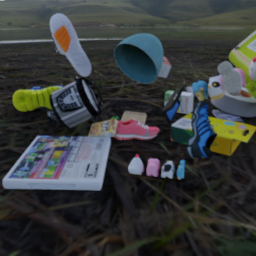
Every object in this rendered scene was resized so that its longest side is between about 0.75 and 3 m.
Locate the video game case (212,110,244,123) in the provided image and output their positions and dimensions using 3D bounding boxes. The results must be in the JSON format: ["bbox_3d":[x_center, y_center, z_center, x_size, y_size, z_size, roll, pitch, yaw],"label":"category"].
[{"bbox_3d":[3.950,-0.452,11.188,0.925,0.123,1.295,1,23,4],"label":"video game case"}]

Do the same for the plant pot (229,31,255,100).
[{"bbox_3d":[5.180,-2.332,10.119,2.306,2.103,2.317,-40,31,19],"label":"plant pot"}]

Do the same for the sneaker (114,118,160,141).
[{"bbox_3d":[0.304,0.023,9.262,1.566,0.679,0.577,-3,22,-9],"label":"sneaker"}]

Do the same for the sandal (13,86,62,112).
[{"bbox_3d":[-3.351,-1.315,12.057,2.931,1.165,1.276,5,18,9],"label":"sandal"}]

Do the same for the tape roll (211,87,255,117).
[{"bbox_3d":[4.581,-1.187,11.792,2.027,0.670,2.027,8,28,-4],"label":"tape roll"}]

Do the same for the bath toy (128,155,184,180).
[{"bbox_3d":[0.711,0.988,7.121,1.405,0.519,0.611,5,-11,9],"label":"bath toy"}]

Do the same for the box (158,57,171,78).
[{"bbox_3d":[0.971,-2.327,10.381,0.986,0.524,0.751,6,37,-21],"label":"box"}]

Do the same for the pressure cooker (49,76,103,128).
[{"bbox_3d":[-1.660,-0.883,9.363,1.565,1.377,1.398,-24,41,6],"label":"pressure cooker"}]

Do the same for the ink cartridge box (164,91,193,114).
[{"bbox_3d":[2.116,-1.074,11.721,1.104,0.800,0.464,11,26,30],"label":"ink cartridge box"}]

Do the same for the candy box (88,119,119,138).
[{"bbox_3d":[-0.793,0.067,9.025,0.941,0.260,0.543,-13,47,29],"label":"candy box"}]

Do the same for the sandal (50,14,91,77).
[{"bbox_3d":[-1.891,-2.467,8.715,0.579,2.019,0.774,-2,31,47],"label":"sandal"}]

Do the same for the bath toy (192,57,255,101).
[{"bbox_3d":[3.323,-1.563,9.041,2.377,0.878,1.033,-19,50,34],"label":"bath toy"}]

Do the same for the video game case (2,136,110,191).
[{"bbox_3d":[-1.755,0.872,7.708,2.336,0.295,2.564,1,23,2],"label":"video game case"}]

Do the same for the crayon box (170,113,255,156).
[{"bbox_3d":[2.720,0.185,8.968,2.323,0.590,1.475,14,26,33],"label":"crayon box"}]

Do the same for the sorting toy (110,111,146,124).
[{"bbox_3d":[0.014,-0.356,10.836,1.330,0.196,0.983,6,27,6],"label":"sorting toy"}]

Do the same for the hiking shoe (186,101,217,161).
[{"bbox_3d":[2.003,0.053,7.260,0.689,1.589,0.591,3,-15,35],"label":"hiking shoe"}]

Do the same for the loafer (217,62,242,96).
[{"bbox_3d":[2.591,-1.191,6.997,0.454,0.397,1.263,-29,38,25],"label":"loafer"}]

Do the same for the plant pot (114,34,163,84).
[{"bbox_3d":[0.497,-2.396,9.068,1.611,1.611,1.085,16,60,35],"label":"plant pot"}]

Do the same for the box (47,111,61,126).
[{"bbox_3d":[-2.575,-0.436,10.660,0.565,0.473,0.760,19,29,38],"label":"box"}]

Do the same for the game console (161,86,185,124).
[{"bbox_3d":[1.749,-0.815,10.192,1.101,0.641,0.969,-58,14,-26],"label":"game console"}]

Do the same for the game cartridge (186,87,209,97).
[{"bbox_3d":[4.006,-1.854,14.401,1.823,0.350,1.181,-1,18,-1],"label":"game cartridge"}]
